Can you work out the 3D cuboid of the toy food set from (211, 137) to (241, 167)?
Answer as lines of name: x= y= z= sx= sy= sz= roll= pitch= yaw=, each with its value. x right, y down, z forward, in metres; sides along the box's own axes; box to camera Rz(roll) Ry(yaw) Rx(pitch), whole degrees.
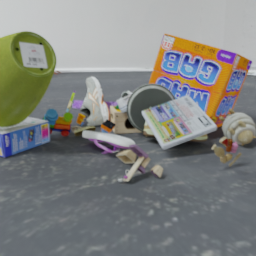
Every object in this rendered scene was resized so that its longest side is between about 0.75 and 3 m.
toy food set: x=2.655 y=0.578 z=7.554 sx=0.681 sy=1.071 sz=0.169 roll=-46 pitch=36 yaw=-1

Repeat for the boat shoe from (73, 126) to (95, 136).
boat shoe: x=-1.677 y=0.077 z=10.809 sx=0.835 sy=0.305 sz=0.263 roll=-18 pitch=49 yaw=-14

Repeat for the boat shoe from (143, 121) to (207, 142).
boat shoe: x=1.671 y=-0.010 z=9.813 sx=2.226 sy=0.848 sz=0.798 roll=7 pitch=-3 yaw=3

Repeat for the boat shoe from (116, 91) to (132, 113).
boat shoe: x=0.024 y=-1.206 z=11.181 sx=0.647 sy=0.588 sz=1.760 roll=-25 pitch=15 yaw=22

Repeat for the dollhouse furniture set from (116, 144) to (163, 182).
dollhouse furniture set: x=0.054 y=1.188 z=7.554 sx=0.955 sy=1.067 sz=1.346 roll=-53 pitch=13 yaw=-20

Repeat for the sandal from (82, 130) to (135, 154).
sandal: x=-0.654 y=0.525 z=9.024 sx=1.086 sy=0.656 sz=2.668 roll=9 pitch=1 yaw=-30

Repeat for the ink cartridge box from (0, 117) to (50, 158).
ink cartridge box: x=-3.988 y=0.267 z=9.402 sx=1.506 sy=0.843 sz=2.208 roll=10 pitch=17 yaw=32

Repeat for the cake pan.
cake pan: x=0.876 y=-0.655 z=10.263 sx=1.895 sy=1.895 sz=0.347 roll=1 pitch=15 yaw=2

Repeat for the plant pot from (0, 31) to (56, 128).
plant pot: x=-3.279 y=-1.557 z=8.098 sx=2.705 sy=2.531 sz=2.531 roll=-19 pitch=-1 yaw=43

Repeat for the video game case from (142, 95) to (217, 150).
video game case: x=1.588 y=-0.249 z=9.160 sx=1.792 sy=0.217 sz=1.968 roll=-20 pitch=40 yaw=-5

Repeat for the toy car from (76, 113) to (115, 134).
toy car: x=-1.194 y=-0.150 z=10.294 sx=1.462 sy=0.487 sz=0.717 roll=22 pitch=22 yaw=-12

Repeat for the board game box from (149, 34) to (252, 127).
board game box: x=2.852 y=-1.862 z=11.468 sx=2.882 sy=2.880 sz=2.879 roll=27 pitch=20 yaw=28

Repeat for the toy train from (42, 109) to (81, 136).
toy train: x=-2.275 y=-0.221 z=10.528 sx=1.810 sy=0.766 sz=1.047 roll=6 pitch=-28 yaw=-21

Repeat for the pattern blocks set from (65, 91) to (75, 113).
pattern blocks set: x=-2.469 y=-0.862 z=11.693 sx=0.136 sy=1.476 sz=1.679 roll=21 pitch=48 yaw=-13

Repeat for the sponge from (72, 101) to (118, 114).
sponge: x=-1.057 y=-0.965 z=13.587 sx=2.873 sy=0.428 sz=1.603 roll=4 pitch=-3 yaw=22

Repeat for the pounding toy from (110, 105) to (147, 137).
pounding toy: x=0.474 y=-0.392 z=11.433 sx=2.211 sy=1.011 sz=1.942 roll=-4 pitch=16 yaw=-11

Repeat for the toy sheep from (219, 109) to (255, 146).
toy sheep: x=3.869 y=-0.043 z=9.921 sx=1.176 sy=1.176 sz=1.706 roll=-1 pitch=38 yaw=-5

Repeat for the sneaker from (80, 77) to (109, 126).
sneaker: x=-1.638 y=-1.190 z=12.318 sx=1.146 sy=0.943 sz=2.491 roll=-13 pitch=63 yaw=-14
